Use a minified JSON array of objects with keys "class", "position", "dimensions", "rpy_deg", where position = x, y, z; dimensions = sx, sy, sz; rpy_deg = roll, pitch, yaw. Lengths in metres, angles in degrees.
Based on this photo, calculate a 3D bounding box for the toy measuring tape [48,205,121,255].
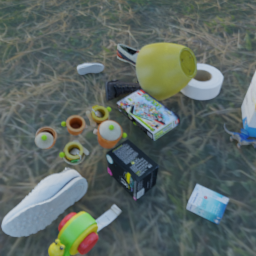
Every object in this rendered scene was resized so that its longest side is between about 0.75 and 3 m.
[{"class":"toy measuring tape","position":[-0.920,2.458,7.260],"dimensions":[1.010,1.010,2.747],"rpy_deg":[30,26,25]}]

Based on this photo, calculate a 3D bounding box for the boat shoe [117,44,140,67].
[{"class":"boat shoe","position":[0.400,-3.552,13.916],"dimensions":[2.193,0.686,0.781],"rpy_deg":[24,49,20]}]

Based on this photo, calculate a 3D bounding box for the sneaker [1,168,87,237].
[{"class":"sneaker","position":[-2.536,2.162,8.403],"dimensions":[2.650,1.012,1.067],"rpy_deg":[-29,44,-33]}]

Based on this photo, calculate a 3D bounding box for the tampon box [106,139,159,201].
[{"class":"tampon box","position":[0.109,1.319,8.976],"dimensions":[0.925,1.098,1.465],"rpy_deg":[-32,54,-28]}]

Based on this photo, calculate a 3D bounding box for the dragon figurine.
[{"class":"dragon figurine","position":[4.204,0.322,10.409],"dimensions":[0.696,0.412,1.399],"rpy_deg":[-24,52,-21]}]

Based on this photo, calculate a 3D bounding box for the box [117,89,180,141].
[{"class":"box","position":[0.692,-0.548,10.252],"dimensions":[1.218,0.384,2.214],"rpy_deg":[-33,48,-18]}]

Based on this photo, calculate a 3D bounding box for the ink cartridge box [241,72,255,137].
[{"class":"ink cartridge box","position":[5.406,-0.972,10.291],"dimensions":[1.700,2.350,1.730],"rpy_deg":[9,47,9]}]

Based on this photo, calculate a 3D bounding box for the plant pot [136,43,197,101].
[{"class":"plant pot","position":[1.710,-2.358,11.092],"dimensions":[1.662,2.341,2.341],"rpy_deg":[-6,33,46]}]

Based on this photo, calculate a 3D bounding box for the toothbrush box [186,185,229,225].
[{"class":"toothbrush box","position":[2.403,2.304,8.503],"dimensions":[1.030,0.439,0.754],"rpy_deg":[23,50,22]}]

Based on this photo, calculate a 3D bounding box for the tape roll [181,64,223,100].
[{"class":"tape roll","position":[3.230,-2.085,12.534],"dimensions":[1.878,0.657,1.878],"rpy_deg":[0,46,0]}]

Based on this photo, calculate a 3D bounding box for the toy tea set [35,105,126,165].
[{"class":"toy tea set","position":[-1.416,0.137,8.511],"dimensions":[2.687,0.994,1.598],"rpy_deg":[-25,70,-25]}]

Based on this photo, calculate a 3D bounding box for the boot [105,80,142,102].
[{"class":"boot","position":[0.094,-1.620,11.626],"dimensions":[1.855,0.738,2.131],"rpy_deg":[4,26,12]}]

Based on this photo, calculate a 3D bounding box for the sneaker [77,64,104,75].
[{"class":"sneaker","position":[-1.817,-2.924,13.493],"dimensions":[1.272,0.486,0.512],"rpy_deg":[-6,37,-8]}]
